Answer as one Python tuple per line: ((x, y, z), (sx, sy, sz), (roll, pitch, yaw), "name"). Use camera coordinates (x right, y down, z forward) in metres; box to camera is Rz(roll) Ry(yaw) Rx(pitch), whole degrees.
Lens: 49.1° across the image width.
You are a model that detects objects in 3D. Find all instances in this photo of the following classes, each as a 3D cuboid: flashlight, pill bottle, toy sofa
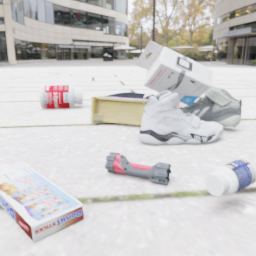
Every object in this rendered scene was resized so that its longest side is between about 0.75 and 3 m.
((0.216, 0.860, 6.197), (1.449, 0.491, 0.492), (5, 21, 22), "flashlight")
((1.791, 0.876, 4.894), (0.916, 0.508, 0.508), (-12, 19, -34), "pill bottle")
((-0.139, -0.651, 10.453), (2.376, 0.984, 1.160), (5, 10, 18), "toy sofa")
((-3.199, -1.510, 13.519), (1.979, 1.111, 1.111), (-2, 16, -8), "pill bottle")

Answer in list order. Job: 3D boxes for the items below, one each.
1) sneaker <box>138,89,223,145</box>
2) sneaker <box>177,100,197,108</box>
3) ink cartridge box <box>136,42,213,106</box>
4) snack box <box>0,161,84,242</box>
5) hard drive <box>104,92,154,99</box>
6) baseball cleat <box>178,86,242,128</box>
((1.652, -0.348, 8.509), (2.698, 1.551, 1.014), (-3, 15, -9), "sneaker")
((2.753, -1.038, 12.627), (1.785, 0.672, 0.933), (16, 16, 33), "sneaker")
((1.339, -1.626, 8.698), (2.168, 0.723, 1.256), (21, -30, -12), "ink cartridge box")
((-1.908, 1.216, 5.250), (0.909, 0.308, 2.530), (-14, 21, -40), "snack box")
((-0.073, -1.251, 13.497), (1.971, 0.618, 2.922), (12, 19, 36), "hard drive")
((2.496, -0.756, 10.005), (2.921, 1.554, 1.018), (2, 22, 15), "baseball cleat")
